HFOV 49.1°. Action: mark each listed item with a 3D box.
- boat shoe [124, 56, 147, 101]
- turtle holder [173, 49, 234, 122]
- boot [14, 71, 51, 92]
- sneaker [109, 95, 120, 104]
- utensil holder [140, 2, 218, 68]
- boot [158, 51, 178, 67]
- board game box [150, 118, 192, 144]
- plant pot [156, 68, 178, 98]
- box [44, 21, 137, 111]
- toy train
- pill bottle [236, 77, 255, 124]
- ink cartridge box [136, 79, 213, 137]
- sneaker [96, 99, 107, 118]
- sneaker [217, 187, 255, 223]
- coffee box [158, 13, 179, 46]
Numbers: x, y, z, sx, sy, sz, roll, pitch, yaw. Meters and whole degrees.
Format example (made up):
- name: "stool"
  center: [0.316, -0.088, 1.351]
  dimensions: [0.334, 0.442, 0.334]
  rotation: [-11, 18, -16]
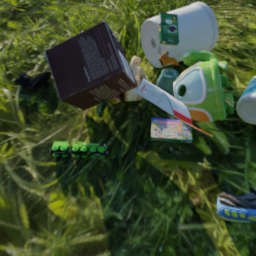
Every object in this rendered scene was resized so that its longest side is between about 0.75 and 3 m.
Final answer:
- name: "boat shoe"
  center: [0.396, -2.077, 11.992]
  dimensions: [0.845, 0.900, 2.442]
  rotation: [7, 57, 4]
- name: "turtle holder"
  center: [2.564, -1.495, 9.840]
  dimensions: [1.886, 2.655, 2.018]
  rotation: [-9, 9, 19]
- name: "boot"
  center: [-4.225, -2.226, 12.364]
  dimensions: [1.084, 0.493, 1.290]
  rotation: [26, 57, 18]
- name: "sneaker"
  center: [-0.651, -1.768, 11.786]
  dimensions: [0.841, 0.699, 1.866]
  rotation: [-26, 52, -15]
- name: "utensil holder"
  center: [2.310, -4.303, 13.118]
  dimensions: [2.807, 2.385, 2.385]
  rotation: [-23, 50, -18]
- name: "boot"
  center: [1.586, -2.600, 11.125]
  dimensions: [0.571, 0.797, 0.280]
  rotation: [-53, 20, -14]
- name: "board game box"
  center: [1.584, 0.100, 10.317]
  dimensions: [1.478, 0.215, 0.995]
  rotation: [4, 47, 4]
- name: "plant pot"
  center: [1.686, -1.905, 11.723]
  dimensions: [1.035, 0.972, 1.035]
  rotation: [2, 48, -2]
- name: "box"
  center: [-1.268, -2.124, 10.223]
  dimensions: [2.436, 2.021, 2.000]
  rotation: [-22, 78, 10]
- name: "toy train"
  center: [-1.666, 0.730, 9.604]
  dimensions: [1.952, 0.407, 0.550]
  rotation: [2, 36, 1]
- name: "pill bottle"
  center: [5.174, -1.252, 10.901]
  dimensions: [1.263, 1.263, 2.280]
  rotation: [25, 50, 22]
- name: "ink cartridge box"
  center: [1.413, -0.545, 7.885]
  dimensions: [2.081, 1.687, 0.522]
  rotation: [32, 98, 29]
- name: "sneaker"
  center: [-1.069, -0.769, 10.675]
  dimensions: [0.351, 0.823, 0.321]
  rotation: [40, 42, 18]
- name: "sneaker"
  center: [3.762, 2.173, 7.845]
  dimensions: [2.437, 0.864, 1.010]
  rotation: [6, 53, 9]
- name: "coffee box"
  center: [1.595, -3.902, 11.076]
  dimensions: [0.771, 0.276, 1.254]
  rotation: [0, 80, -14]
